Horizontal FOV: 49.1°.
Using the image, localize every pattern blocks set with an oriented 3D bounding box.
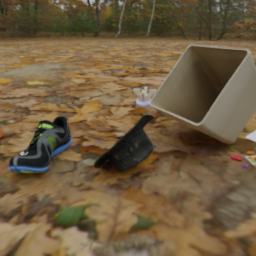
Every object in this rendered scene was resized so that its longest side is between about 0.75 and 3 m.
[{"bbox_3d":[3.674,0.922,7.846,1.257,0.102,1.105,-7,23,-18],"label":"pattern blocks set"}]

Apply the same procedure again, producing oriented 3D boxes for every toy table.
[{"bbox_3d":[0.752,-1.454,12.968,1.061,0.676,1.154,0,21,-1],"label":"toy table"}]

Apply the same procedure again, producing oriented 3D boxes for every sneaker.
[{"bbox_3d":[-2.407,0.402,7.748,0.968,1.131,2.730,4,22,13],"label":"sneaker"}]

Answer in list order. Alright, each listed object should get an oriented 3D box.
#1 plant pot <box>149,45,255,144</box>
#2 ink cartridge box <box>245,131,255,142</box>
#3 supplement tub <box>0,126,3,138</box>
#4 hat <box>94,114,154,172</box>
[{"bbox_3d":[2.621,-0.866,8.822,2.171,2.453,2.450,37,-3,-35],"label":"plant pot"},{"bbox_3d":[3.941,0.221,6.858,1.782,0.605,1.026,-26,23,-12],"label":"ink cartridge box"},{"bbox_3d":[-4.582,0.051,9.381,0.564,0.564,0.920,-19,28,-38],"label":"supplement tub"},{"bbox_3d":[0.109,0.585,7.216,0.811,2.010,2.010,47,38,10],"label":"hat"}]
